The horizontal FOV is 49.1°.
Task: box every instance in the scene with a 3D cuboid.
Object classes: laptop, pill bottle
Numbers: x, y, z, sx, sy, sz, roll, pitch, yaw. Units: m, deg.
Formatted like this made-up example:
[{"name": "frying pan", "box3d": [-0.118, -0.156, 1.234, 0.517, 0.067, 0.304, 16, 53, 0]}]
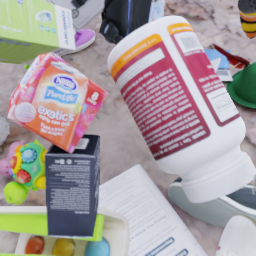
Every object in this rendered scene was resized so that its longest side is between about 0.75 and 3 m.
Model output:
[{"name": "laptop", "box3d": [2.563, -1.807, 8.083, 0.834, 0.517, 0.891, 1, 44, 2]}, {"name": "pill bottle", "box3d": [0.752, -0.216, 3.909, 1.300, 1.300, 2.301, -25, 84, -17]}]

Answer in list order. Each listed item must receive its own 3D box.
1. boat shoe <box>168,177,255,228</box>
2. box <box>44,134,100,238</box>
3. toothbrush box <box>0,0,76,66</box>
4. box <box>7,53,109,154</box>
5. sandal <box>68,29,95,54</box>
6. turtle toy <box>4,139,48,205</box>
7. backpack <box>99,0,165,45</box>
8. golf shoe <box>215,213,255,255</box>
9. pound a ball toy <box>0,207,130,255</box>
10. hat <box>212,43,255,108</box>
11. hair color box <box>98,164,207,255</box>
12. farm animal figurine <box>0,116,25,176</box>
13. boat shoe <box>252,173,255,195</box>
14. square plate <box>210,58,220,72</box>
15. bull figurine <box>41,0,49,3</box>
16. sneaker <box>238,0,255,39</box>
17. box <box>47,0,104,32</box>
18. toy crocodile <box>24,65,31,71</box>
[{"name": "boat shoe", "box3d": [2.179, 1.480, 5.492, 2.755, 1.042, 0.831, 21, 50, 10]}, {"name": "box", "box3d": [-0.578, 0.603, 3.071, 0.490, 0.939, 0.694, 3, 15, -2]}, {"name": "toothbrush box", "box3d": [-2.411, -1.926, 5.592, 1.577, 2.166, 0.932, -6, 90, 40]}, {"name": "box", "box3d": [-0.795, -0.326, 2.945, 0.667, 0.639, 1.339, -57, 25, -1]}, {"name": "sandal", "box3d": [-2.176, -2.750, 8.725, 2.405, 0.591, 0.979, -18, 56, -12]}, {"name": "turtle toy", "box3d": [-1.290, 0.558, 3.567, 0.623, 0.432, 0.855, 11, 88, 50]}, {"name": "backpack", "box3d": [0.025, -2.349, 5.752, 1.159, 1.505, 1.434, 4, 12, -31]}, {"name": "golf shoe", "box3d": [1.197, 1.607, 3.165, 0.467, 1.286, 0.592, 16, 20, 37]}, {"name": "pound a ball toy", "box3d": [-1.438, 2.290, 4.486, 2.827, 1.201, 1.844, -11, 58, 29]}, {"name": "hat", "box3d": [3.364, -1.617, 7.044, 1.999, 1.760, 1.656, -41, 51, -23]}, {"name": "hair color box", "box3d": [0.394, 2.139, 5.067, 1.358, 0.822, 2.716, -27, 59, -18]}, {"name": "farm animal figurine", "box3d": [-3.876, 0.581, 5.770, 2.407, 1.499, 2.981, 36, 62, 23]}, {"name": "boat shoe", "box3d": [1.446, 0.473, 2.666, 0.451, 0.373, 1.206, 2, 89, 5]}, {"name": "square plate", "box3d": [1.089, -0.744, 5.480, 1.308, 0.188, 1.320, -14, 34, 46]}, {"name": "bull figurine", "box3d": [-2.782, -4.589, 9.887, 2.609, 0.850, 1.584, -17, 56, -12]}, {"name": "sneaker", "box3d": [3.011, -2.174, 4.822, 2.091, 0.941, 0.731, -12, 60, 20]}, {"name": "box", "box3d": [-1.449, -3.562, 6.069, 1.510, 2.589, 0.778, -38, 55, 11]}, {"name": "toy crocodile", "box3d": [-2.681, -1.525, 7.983, 0.472, 0.431, 1.397, 13, 40, -43]}]
